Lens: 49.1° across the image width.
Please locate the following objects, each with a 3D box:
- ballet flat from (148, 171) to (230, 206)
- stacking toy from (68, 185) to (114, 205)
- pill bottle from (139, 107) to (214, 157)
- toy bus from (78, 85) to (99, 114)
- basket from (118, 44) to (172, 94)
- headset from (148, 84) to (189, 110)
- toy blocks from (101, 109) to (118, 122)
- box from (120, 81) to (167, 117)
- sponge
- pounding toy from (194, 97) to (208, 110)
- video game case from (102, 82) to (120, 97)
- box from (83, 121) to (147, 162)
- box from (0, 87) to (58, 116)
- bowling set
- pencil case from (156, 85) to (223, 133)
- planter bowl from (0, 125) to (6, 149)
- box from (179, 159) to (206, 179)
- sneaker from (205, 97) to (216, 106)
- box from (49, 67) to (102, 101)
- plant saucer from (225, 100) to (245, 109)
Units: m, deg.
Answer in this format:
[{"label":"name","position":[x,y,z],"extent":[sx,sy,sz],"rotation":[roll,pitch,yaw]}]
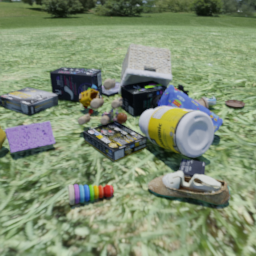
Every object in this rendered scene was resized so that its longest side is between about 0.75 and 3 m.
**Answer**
[{"label":"ballet flat","position":[1.632,1.523,7.626],"extent":[2.222,0.725,0.783],"rotation":[5,32,13]},{"label":"stacking toy","position":[-0.972,1.735,7.530],"extent":[1.218,0.520,0.520],"rotation":[-3,26,-16]},{"label":"pill bottle","position":[1.504,0.021,9.647],"extent":[1.461,1.461,2.625],"rotation":[-14,16,-27]},{"label":"toy bus","position":[-1.930,-1.345,12.904],"extent":[0.665,1.287,1.215],"rotation":[22,19,-40]},{"label":"basket","position":[0.783,-2.700,13.660],"extent":[2.187,1.775,2.207],"rotation":[6,-20,-11]},{"label":"headset","position":[1.814,-1.029,12.257],"extent":[1.572,1.196,2.546],"rotation":[-16,29,53]},{"label":"toy blocks","position":[-0.716,-0.560,12.024],"extent":[0.711,0.640,0.761],"rotation":[9,28,19]},{"label":"box","position":[0.734,-1.430,13.246],"extent":[1.831,1.138,1.360],"rotation":[-15,30,-25]},{"label":"sponge","position":[-3.369,0.301,9.691],"extent":[1.498,0.836,0.223],"rotation":[-12,-6,-30]},{"label":"pounding toy","position":[2.560,-0.717,11.785],"extent":[1.138,1.134,1.984],"rotation":[-16,30,-30]},{"label":"video game case","position":[-0.864,-2.222,15.973],"extent":[1.428,0.190,1.999],"rotation":[23,35,38]},{"label":"box","position":[-0.496,0.412,10.236],"extent":[1.535,0.474,1.923],"rotation":[-22,33,-34]},{"label":"box","position":[-4.882,-1.353,13.746],"extent":[2.277,0.550,1.803],"rotation":[17,31,30]},{"label":"bowling set","position":[-0.769,-0.652,11.046],"extent":[1.600,2.299,1.234],"rotation":[40,10,-1]},{"label":"pencil case","position":[2.284,-0.565,10.651],"extent":[2.527,1.097,0.986],"rotation":[35,-7,6]},{"label":"planter bowl","position":[-4.592,0.460,9.620],"extent":[0.576,1.383,1.383],"rotation":[28,20,-17]},{"label":"box","position":[1.909,1.340,8.373],"extent":[0.727,0.415,0.798],"rotation":[8,27,16]},{"label":"sneaker","position":[3.547,-1.210,13.338],"extent":[1.299,0.471,0.467],"rotation":[-10,-5,-11]},{"label":"box","position":[-2.673,-2.278,14.600],"extent":[2.380,1.455,1.262],"rotation":[7,27,15]},{"label":"plant saucer","position":[5.250,-1.159,13.805],"extent":[0.955,0.164,0.955],"rotation":[0,25,0]}]
